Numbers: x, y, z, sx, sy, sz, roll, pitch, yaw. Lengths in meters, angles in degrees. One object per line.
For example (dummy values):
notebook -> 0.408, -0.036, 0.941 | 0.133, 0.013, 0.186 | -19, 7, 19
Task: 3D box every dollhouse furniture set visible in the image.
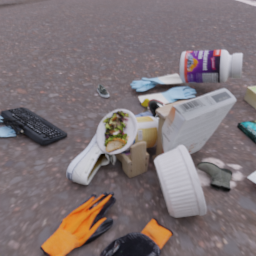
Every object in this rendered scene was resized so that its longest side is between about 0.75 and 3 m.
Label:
dollhouse furniture set -> 0.427, -0.252, 8.991 | 2.555, 1.766, 2.706 | -18, 37, -25

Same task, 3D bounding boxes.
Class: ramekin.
ramekin -> 1.186, 1.334, 6.742 | 0.809, 1.737, 1.737 | -17, 34, 2

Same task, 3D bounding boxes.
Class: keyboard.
keyboard -> -3.508, -0.226, 9.870 | 2.764, 0.548, 1.438 | 26, 34, 32

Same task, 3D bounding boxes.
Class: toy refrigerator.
toy refrigerator -> 5.530, -1.019, 11.140 | 0.730, 0.673, 1.924 | -7, 34, -10

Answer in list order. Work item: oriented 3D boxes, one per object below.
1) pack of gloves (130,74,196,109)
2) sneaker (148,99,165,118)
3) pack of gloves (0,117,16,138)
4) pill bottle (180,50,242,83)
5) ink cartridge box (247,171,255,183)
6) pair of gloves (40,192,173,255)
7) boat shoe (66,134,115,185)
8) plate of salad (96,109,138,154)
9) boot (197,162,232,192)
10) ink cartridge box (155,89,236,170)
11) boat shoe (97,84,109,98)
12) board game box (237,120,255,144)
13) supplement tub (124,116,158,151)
pack of gloves -> 1.535, -1.832, 12.216 | 2.625, 0.518, 2.205 | -14, 39, -18
sneaker -> 1.082, -0.470, 9.380 | 0.787, 0.569, 1.611 | 24, 27, -51
pack of gloves -> -4.743, -0.135, 10.085 | 1.884, 0.372, 1.583 | -9, 34, -13
pill bottle -> 3.557, -2.624, 12.030 | 2.468, 1.375, 1.375 | 3, 32, 21
ink cartridge box -> 4.179, 1.501, 7.571 | 1.572, 0.394, 1.275 | -22, 39, -29
pair of gloves -> -0.468, 2.467, 6.131 | 2.370, 0.293, 2.111 | 26, 48, 31
boat shoe -> -0.753, 0.814, 8.207 | 0.961, 0.832, 2.253 | 20, 42, 21
plate of salad -> -0.369, 0.069, 7.850 | 1.358, 0.326, 1.358 | -13, 62, 26
boot -> 2.374, 1.352, 7.777 | 1.019, 0.345, 0.665 | 17, 44, 16
ink cartridge box -> 1.716, 0.076, 7.876 | 1.930, 2.379, 0.596 | -20, 62, -29
boat shoe -> -1.142, -1.642, 12.384 | 0.349, 0.343, 0.968 | -18, 37, -25
board game box -> 4.677, 0.226, 9.667 | 1.050, 0.219, 1.553 | -9, 35, -13
supplement tub -> 0.378, 0.154, 8.581 | 1.359, 0.983, 0.983 | -6, 32, -27
